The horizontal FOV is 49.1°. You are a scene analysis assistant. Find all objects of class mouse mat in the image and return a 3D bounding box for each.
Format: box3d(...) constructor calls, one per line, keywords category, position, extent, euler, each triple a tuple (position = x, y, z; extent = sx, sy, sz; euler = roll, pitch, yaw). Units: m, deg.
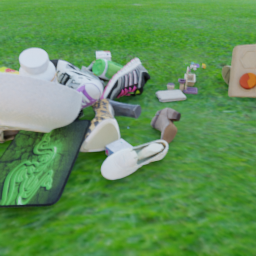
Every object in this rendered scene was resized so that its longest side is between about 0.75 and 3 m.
box3d(category="mouse mat", position=(-2.302, 0.762, 6.997), extent=(2.328, 0.109, 2.894), euler=(-6, 39, 16))

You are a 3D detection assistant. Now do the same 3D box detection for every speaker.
box3d(category="speaker", position=(-0.605, -2.250, 11.423), extent=(1.720, 0.761, 0.761), euler=(12, 16, -45))

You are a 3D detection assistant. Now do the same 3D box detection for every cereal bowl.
box3d(category="cereal bowl", position=(-2.519, -0.495, 7.069), extent=(2.617, 1.090, 2.617), euler=(7, -5, 1))

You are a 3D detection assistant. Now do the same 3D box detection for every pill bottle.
box3d(category="pill bottle", position=(-3.008, -1.612, 9.544), extent=(1.168, 2.070, 1.168), euler=(2, 56, -3))

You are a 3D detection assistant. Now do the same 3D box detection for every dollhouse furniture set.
box3d(category="dollhouse furniture set", position=(2.333, -2.278, 11.745), extent=(1.240, 1.110, 1.564), euler=(6, 32, 10))

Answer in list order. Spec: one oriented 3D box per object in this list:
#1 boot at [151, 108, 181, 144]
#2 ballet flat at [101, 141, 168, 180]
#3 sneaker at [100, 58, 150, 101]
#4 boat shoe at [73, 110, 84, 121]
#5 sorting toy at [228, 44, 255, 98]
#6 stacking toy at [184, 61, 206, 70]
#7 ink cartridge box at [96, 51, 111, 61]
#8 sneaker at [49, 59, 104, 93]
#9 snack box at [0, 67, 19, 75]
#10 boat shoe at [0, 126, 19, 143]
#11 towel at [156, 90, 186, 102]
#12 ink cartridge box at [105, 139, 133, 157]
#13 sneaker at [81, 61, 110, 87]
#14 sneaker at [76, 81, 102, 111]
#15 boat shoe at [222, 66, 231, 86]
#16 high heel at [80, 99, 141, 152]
box3d(category="boot", position=(1.075, -0.056, 8.745), extent=(0.960, 0.461, 1.313), euler=(5, 56, 51))
box3d(category="ballet flat", position=(0.222, 0.707, 7.116), extent=(1.964, 0.682, 0.682), euler=(-17, 35, -31))
box3d(category="sneaker", position=(-0.005, -1.577, 10.619), extent=(1.169, 0.986, 2.674), euler=(41, 53, -2))
box3d(category="boat shoe", position=(-1.774, -0.376, 9.496), extent=(0.308, 0.263, 0.841), euler=(11, 35, 16))
box3d(category="sorting toy", position=(4.474, -2.344, 9.335), extent=(2.019, 2.710, 0.363), euler=(4, -9, 34))
box3d(category="stacking toy", position=(3.326, -3.115, 13.995), extent=(0.671, 0.209, 0.890), euler=(-16, 33, -27))
box3d(category="ink cartridge box", position=(-1.290, -3.633, 14.583), extent=(0.737, 0.428, 1.022), euler=(-4, 32, -6))
box3d(category="sneaker", position=(-2.142, -1.770, 10.466), extent=(2.564, 0.950, 1.135), euler=(18, 31, -9))
box3d(category="snack box", position=(-5.163, -1.357, 10.460), extent=(1.879, 0.700, 2.642), euler=(20, 43, 33))
box3d(category="boat shoe", position=(-3.828, 0.193, 8.311), extent=(1.520, 0.548, 0.494), euler=(-13, 36, -23))
box3d(category="towel", position=(1.663, -1.245, 10.976), extent=(1.063, 0.183, 0.705), euler=(-6, 34, -10))
box3d(category="ink cartridge box", position=(-0.155, 0.701, 7.677), extent=(0.580, 0.324, 0.850), euler=(-23, 37, -31))
box3d(category="sneaker", position=(-0.989, -2.420, 12.006), extent=(0.884, 1.063, 2.359), euler=(24, 39, 34))
box3d(category="sneaker", position=(-1.730, -0.675, 8.945), extent=(2.083, 0.755, 1.188), euler=(-26, 25, 37))
box3d(category="boat shoe", position=(4.825, -1.979, 11.684), extent=(0.713, 0.779, 2.085), euler=(-14, 43, -27))
box3d(category="high heel", position=(-1.071, -0.097, 8.623), extent=(1.927, 0.965, 2.704), euler=(10, 34, 36))
